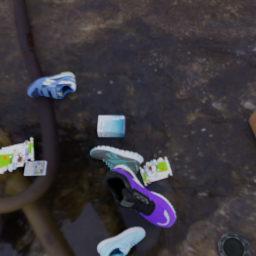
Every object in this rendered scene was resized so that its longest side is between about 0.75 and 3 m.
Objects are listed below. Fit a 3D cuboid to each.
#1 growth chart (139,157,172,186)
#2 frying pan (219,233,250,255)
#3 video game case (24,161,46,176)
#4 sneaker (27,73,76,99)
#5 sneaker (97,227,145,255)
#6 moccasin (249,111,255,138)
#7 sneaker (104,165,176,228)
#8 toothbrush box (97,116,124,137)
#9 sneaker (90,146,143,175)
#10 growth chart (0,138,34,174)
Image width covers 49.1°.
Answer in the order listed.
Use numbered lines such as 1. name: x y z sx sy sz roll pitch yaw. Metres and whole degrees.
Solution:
1. growth chart: 1.010 1.574 10.361 1.204 0.107 0.871 -18 59 -11
2. frying pan: 3.429 4.059 8.700 0.933 0.251 1.542 -20 63 2
3. video game case: -3.447 1.510 10.419 0.755 0.068 0.541 -2 58 -1
4. sneaker: -3.231 -1.670 11.922 2.119 0.784 0.872 -19 69 -6
5. sneaker: -0.106 3.649 8.623 1.591 0.588 0.652 -19 28 -20
6. moccasin: 5.549 0.509 10.386 1.094 1.154 2.990 -5 59 -3
7. sneaker: 0.242 2.333 8.964 2.683 1.334 0.933 37 106 17
8. toothbrush box: -0.670 -0.060 11.152 1.046 0.446 0.766 0 59 0
9. sneaker: -0.485 1.256 10.210 1.976 0.767 0.901 10 64 9
10. growth chart: -4.337 1.084 10.628 1.603 0.142 1.160 -16 58 -7
